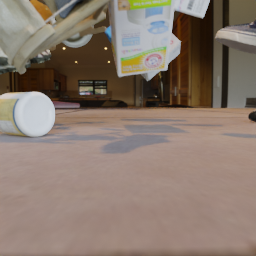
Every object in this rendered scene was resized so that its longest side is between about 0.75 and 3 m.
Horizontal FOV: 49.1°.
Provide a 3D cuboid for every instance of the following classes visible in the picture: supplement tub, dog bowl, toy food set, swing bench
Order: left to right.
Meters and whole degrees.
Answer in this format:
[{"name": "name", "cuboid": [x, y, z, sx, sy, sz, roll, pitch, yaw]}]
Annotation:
[{"name": "supplement tub", "cuboid": [-2.426, -0.315, 6.327, 1.342, 0.971, 0.971, 4, 6, 36]}, {"name": "swing bench", "cuboid": [-1.835, -2.763, 5.204, 2.432, 2.419, 1.578, -41, 11, -18]}, {"name": "dog bowl", "cuboid": [-1.895, -3.468, 9.699, 1.273, 1.273, 0.469, -3, 29, -29]}, {"name": "toy food set", "cuboid": [-0.873, -3.143, 6.998, 1.081, 1.566, 0.314, 6, 16, 37]}]

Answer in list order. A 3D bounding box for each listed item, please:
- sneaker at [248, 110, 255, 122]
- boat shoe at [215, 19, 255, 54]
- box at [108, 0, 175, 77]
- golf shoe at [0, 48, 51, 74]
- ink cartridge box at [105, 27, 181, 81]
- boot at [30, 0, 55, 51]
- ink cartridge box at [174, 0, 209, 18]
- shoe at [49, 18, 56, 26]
[{"name": "sneaker", "cuboid": [5.021, -0.409, 10.319, 0.585, 0.506, 1.336, -11, 11, -39]}, {"name": "boat shoe", "cuboid": [2.819, -1.983, 5.443, 2.148, 0.996, 0.802, 27, 11, 41]}, {"name": "box", "cuboid": [0.285, -2.883, 7.463, 1.525, 1.374, 2.712, -8, -37, -5]}, {"name": "golf shoe", "cuboid": [-3.051, -2.335, 8.306, 0.909, 1.037, 2.355, -9, 20, 14]}, {"name": "ink cartridge box", "cuboid": [0.609, -3.479, 11.364, 1.830, 2.522, 1.056, -41, -13, 1]}, {"name": "boot", "cuboid": [-2.258, -2.805, 7.507, 0.480, 1.364, 0.977, -31, 20, 45]}, {"name": "ink cartridge box", "cuboid": [1.716, -4.018, 8.338, 1.471, 1.065, 0.618, 20, 24, 8]}, {"name": "shoe", "cuboid": [-2.504, -3.561, 9.054, 0.252, 0.943, 0.330, -28, 11, 2]}]
